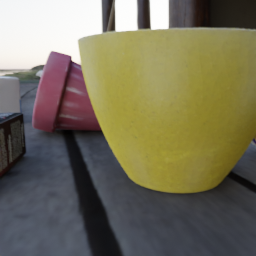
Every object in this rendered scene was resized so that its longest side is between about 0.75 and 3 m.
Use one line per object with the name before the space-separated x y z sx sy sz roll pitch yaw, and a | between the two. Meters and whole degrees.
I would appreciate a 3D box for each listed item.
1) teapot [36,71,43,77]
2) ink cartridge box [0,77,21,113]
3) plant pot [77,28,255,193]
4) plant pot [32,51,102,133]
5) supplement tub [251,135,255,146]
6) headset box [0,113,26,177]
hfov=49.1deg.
teapot | -1.793 -1.473 10.734 2.456 1.817 2.488 11 15 42
ink cartridge box | -4.408 -0.892 8.887 1.397 1.422 1.932 -10 14 -37
plant pot | 0.727 -0.260 4.294 2.903 2.061 2.903 0 13 0
plant pot | -1.353 -0.771 7.469 1.874 2.094 2.094 14 9 -13
supplement tub | 3.351 -0.196 4.624 1.806 1.806 2.485 -4 12 -20
headset box | -2.785 0.345 4.249 1.727 0.896 2.320 -1 13 -3
